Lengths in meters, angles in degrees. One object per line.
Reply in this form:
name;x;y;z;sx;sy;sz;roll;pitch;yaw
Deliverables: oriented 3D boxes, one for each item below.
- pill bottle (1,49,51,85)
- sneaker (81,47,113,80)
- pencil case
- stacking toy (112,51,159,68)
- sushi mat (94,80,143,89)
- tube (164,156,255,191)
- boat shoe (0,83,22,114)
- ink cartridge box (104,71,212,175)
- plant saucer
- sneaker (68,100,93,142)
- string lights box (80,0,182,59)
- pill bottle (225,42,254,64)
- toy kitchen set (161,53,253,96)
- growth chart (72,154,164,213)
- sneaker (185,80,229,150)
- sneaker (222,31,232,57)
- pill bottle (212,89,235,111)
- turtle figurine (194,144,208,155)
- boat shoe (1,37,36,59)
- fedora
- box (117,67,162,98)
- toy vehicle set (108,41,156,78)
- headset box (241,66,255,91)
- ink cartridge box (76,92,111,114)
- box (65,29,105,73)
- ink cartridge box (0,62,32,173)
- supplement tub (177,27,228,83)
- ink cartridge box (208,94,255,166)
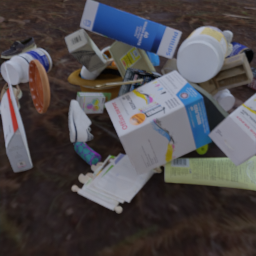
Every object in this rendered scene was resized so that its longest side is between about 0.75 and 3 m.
pill bottle;-3.501;-2.111;9.691;0.929;0.929;1.606;16;34;21
sneaker;-1.208;-2.646;11.384;1.886;0.722;0.762;-51;12;-20
pencil case;-1.236;0.738;8.440;0.416;0.452;0.977;0;28;-46
stacking toy;0.187;-2.668;10.918;1.879;1.031;1.091;-12;10;24
sushi mat;-0.233;-1.097;6.975;1.191;0.072;0.570;-15;11;-38
tube;2.254;1.184;7.430;2.562;0.743;0.665;-1;12;11
boat shoe;-4.687;-1.226;10.986;0.789;0.748;2.084;-8;36;-12
ink cartridge box;0.722;-0.138;7.052;2.057;1.488;1.514;-25;40;-1
plant saucer;-2.181;-1.014;6.895;0.210;1.303;1.303;-12;36;-31
sneaker;-1.258;-0.175;7.257;0.543;0.515;1.348;-2;51;-16
string lights box;0.133;-3.128;9.062;2.978;0.878;1.530;19;17;1
pill bottle;5.583;-3.913;14.633;0.976;0.976;1.746;-14;38;-19
toy kitchen set;2.567;-1.632;9.235;2.161;1.954;2.395;-12;32;39
growth chart;-0.204;1.319;7.819;1.761;0.216;2.433;24;42;31
sneaker;2.091;-0.373;8.387;2.265;1.203;0.847;40;2;-9
sneaker;3.391;-2.916;9.817;0.797;1.379;0.508;-26;71;-23
pill bottle;3.425;-1.281;10.973;0.860;0.860;1.485;-11;36;-15
turtle figurine;1.423;0.229;8.699;2.655;0.855;2.141;13;14;-10
boat shoe;-6.141;-4.486;15.656;0.822;0.740;2.285;22;40;28
fedora;-1.087;-1.730;11.359;2.628;1.072;2.628;-1;30;0
box;0.311;-1.067;9.478;1.397;1.758;0.404;-1;29;-41
toy vehicle set;0.100;-2.505;10.292;0.252;1.183;1.904;-5;66;-55
headset box;5.734;-2.156;12.479;1.098;0.570;1.475;-26;41;-32
ink cartridge box;-1.035;-0.771;8.660;1.105;0.574;0.328;-2;34;-25
box;-1.488;-2.696;10.014;0.739;1.798;0.615;-24;73;11
ink cartridge box;-3.350;-0.269;7.884;0.701;2.457;1.997;-17;46;-15
supplement tub;2.330;-2.304;8.787;1.402;1.402;1.928;13;34;18
ink cartridge box;2.791;0.008;6.450;1.354;0.980;0.997;-33;73;-28
